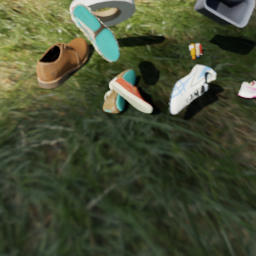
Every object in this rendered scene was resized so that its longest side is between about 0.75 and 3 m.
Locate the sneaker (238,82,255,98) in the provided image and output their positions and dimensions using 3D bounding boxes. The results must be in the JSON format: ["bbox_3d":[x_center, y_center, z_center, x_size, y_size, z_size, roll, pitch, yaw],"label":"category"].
[{"bbox_3d":[3.926,-1.152,8.481,1.100,0.485,0.447,3,13,-6],"label":"sneaker"}]

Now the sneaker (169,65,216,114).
[{"bbox_3d":[1.607,-0.974,7.039,0.642,0.637,1.772,23,57,34],"label":"sneaker"}]

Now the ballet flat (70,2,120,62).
[{"bbox_3d":[-0.752,-2.282,6.679,0.599,1.584,0.506,-38,24,1],"label":"ballet flat"}]

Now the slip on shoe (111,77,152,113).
[{"bbox_3d":[0.147,-0.929,7.758,1.403,0.520,0.429,40,76,16],"label":"slip on shoe"}]

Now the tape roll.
[{"bbox_3d":[-0.805,-3.771,9.003,2.109,0.385,2.109,-12,1,0],"label":"tape roll"}]

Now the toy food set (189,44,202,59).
[{"bbox_3d":[2.562,-2.919,10.624,0.423,0.398,0.885,-7,25,12],"label":"toy food set"}]

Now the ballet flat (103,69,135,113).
[{"bbox_3d":[-0.323,-1.130,8.574,0.695,0.651,1.920,-7,44,27],"label":"ballet flat"}]

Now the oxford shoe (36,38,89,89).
[{"bbox_3d":[-2.158,-2.543,9.690,1.032,1.031,2.892,11,43,14],"label":"oxford shoe"}]

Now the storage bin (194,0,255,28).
[{"bbox_3d":[2.839,-3.779,8.509,1.541,1.122,1.035,20,7,-18],"label":"storage bin"}]
